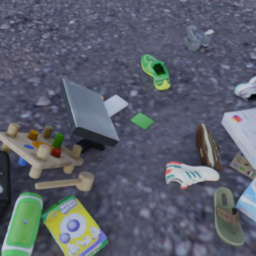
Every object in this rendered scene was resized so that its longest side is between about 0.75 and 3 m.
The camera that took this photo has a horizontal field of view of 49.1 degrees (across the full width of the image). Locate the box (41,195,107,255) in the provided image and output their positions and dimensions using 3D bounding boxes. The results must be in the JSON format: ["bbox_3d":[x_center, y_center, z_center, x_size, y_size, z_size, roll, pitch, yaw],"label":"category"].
[{"bbox_3d":[-1.567,2.750,7.829,1.118,0.461,1.906,-31,53,-27],"label":"box"}]

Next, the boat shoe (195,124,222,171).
[{"bbox_3d":[2.805,0.693,9.645,0.691,0.690,1.868,8,53,-10],"label":"boat shoe"}]

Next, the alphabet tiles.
[{"bbox_3d":[4.472,1.133,9.570,1.393,0.063,1.666,32,55,26],"label":"alphabet tiles"}]

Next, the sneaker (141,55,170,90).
[{"bbox_3d":[1.276,-2.662,12.425,0.851,0.960,2.298,-16,49,-13],"label":"sneaker"}]

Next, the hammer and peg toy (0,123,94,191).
[{"bbox_3d":[-2.363,0.831,8.484,2.823,0.995,2.076,29,11,28],"label":"hammer and peg toy"}]

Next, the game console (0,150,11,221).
[{"bbox_3d":[-4.957,1.923,7.733,2.831,2.489,1.647,3,7,1],"label":"game console"}]

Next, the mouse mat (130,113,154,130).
[{"bbox_3d":[0.544,-0.268,10.874,0.779,0.029,0.627,33,55,28],"label":"mouse mat"}]

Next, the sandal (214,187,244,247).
[{"bbox_3d":[2.842,2.461,8.033,0.721,0.518,1.816,0,48,0],"label":"sandal"}]

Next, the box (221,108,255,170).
[{"bbox_3d":[5.279,0.172,10.019,2.965,0.610,2.312,-10,47,-12],"label":"box"}]

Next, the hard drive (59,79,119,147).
[{"bbox_3d":[-1.318,-0.525,9.200,1.655,0.390,2.371,21,32,-40],"label":"hard drive"}]

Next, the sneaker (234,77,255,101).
[{"bbox_3d":[5.356,-1.527,11.704,1.516,0.589,1.060,-28,54,-12],"label":"sneaker"}]

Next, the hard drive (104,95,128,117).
[{"bbox_3d":[-0.668,-0.872,11.341,1.115,0.149,0.736,-35,57,-27],"label":"hard drive"}]

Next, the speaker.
[{"bbox_3d":[-2.862,2.697,7.676,0.768,0.768,1.738,0,48,0],"label":"speaker"}]

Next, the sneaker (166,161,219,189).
[{"bbox_3d":[1.992,1.610,8.852,1.682,0.592,0.786,10,59,10],"label":"sneaker"}]

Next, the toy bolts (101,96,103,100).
[{"bbox_3d":[-1.545,-1.214,11.201,0.975,0.676,0.931,11,47,23],"label":"toy bolts"}]

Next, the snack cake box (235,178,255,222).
[{"bbox_3d":[4.552,2.382,7.872,2.466,0.829,1.418,36,58,28],"label":"snack cake box"}]

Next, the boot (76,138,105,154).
[{"bbox_3d":[-1.352,0.662,9.805,0.767,0.346,0.936,-31,48,-28],"label":"boot"}]

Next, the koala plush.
[{"bbox_3d":[3.625,-4.466,14.102,1.228,1.089,1.129,-13,61,-12],"label":"koala plush"}]
